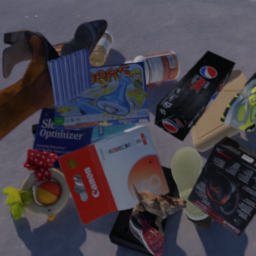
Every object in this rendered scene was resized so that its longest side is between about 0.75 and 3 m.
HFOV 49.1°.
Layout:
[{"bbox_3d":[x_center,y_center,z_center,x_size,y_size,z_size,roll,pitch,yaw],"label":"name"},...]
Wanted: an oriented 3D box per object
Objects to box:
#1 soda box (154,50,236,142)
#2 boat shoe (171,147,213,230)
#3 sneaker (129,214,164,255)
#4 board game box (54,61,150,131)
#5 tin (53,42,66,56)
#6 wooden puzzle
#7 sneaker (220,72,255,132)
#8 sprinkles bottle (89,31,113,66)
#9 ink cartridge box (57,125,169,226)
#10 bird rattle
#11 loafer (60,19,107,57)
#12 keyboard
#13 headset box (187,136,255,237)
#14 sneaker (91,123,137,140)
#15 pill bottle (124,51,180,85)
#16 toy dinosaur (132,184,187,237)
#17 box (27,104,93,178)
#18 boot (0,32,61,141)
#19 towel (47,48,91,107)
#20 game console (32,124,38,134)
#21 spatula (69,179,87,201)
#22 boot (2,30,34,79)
[{"bbox_3d":[2.034,-1.038,8.403,1.059,0.948,2.992,33,60,19],"label":"soda box"},{"bbox_3d":[1.845,1.645,8.084,0.930,0.786,2.609,-18,35,15],"label":"boat shoe"},{"bbox_3d":[0.302,1.805,4.692,0.338,0.313,0.839,-6,30,-28],"label":"sneaker"},{"bbox_3d":[-0.783,-0.949,8.330,2.716,0.468,1.839,-6,67,6],"label":"board game box"},{"bbox_3d":[-3.248,-4.273,15.276,2.624,0.549,1.470,4,33,30],"label":"tin"},{"bbox_3d":[3.386,-0.658,10.189,2.566,0.517,2.774,-35,32,26],"label":"wooden puzzle"},{"bbox_3d":[2.554,-0.585,5.620,0.665,0.656,1.739,36,72,18],"label":"sneaker"},{"bbox_3d":[-1.497,-4.472,15.581,0.956,0.956,2.803,4,39,5],"label":"sprinkles bottle"},{"bbox_3d":[-0.272,1.003,6.074,2.023,1.641,0.507,-21,5,-21],"label":"ink cartridge box"},{"bbox_3d":[-2.427,1.658,7.852,1.663,1.149,2.039,29,54,-1],"label":"bird rattle"},{"bbox_3d":[-1.478,-2.758,9.423,0.852,0.972,2.705,-40,10,-29],"label":"loafer"},{"bbox_3d":[0.330,2.038,7.927,1.726,0.369,2.875,17,40,10],"label":"keyboard"},{"bbox_3d":[2.162,1.287,5.921,1.315,1.769,0.664,33,32,27],"label":"headset box"},{"bbox_3d":[-1.277,-0.541,10.554,2.900,1.153,1.893,-5,40,-21],"label":"sneaker"},{"bbox_3d":[1.078,-2.751,13.111,2.441,1.369,1.369,-13,40,-16],"label":"pill bottle"},{"bbox_3d":[0.429,1.248,4.665,1.104,0.474,0.748,34,20,-9],"label":"toy dinosaur"},{"bbox_3d":[-2.017,0.042,8.988,1.783,0.477,2.943,4,71,10],"label":"box"},{"bbox_3d":[-2.938,-1.126,7.512,2.705,0.926,2.547,-34,65,2],"label":"boot"},{"bbox_3d":[-1.335,-1.227,6.613,0.172,1.044,1.442,11,30,25],"label":"towel"},{"bbox_3d":[-3.194,0.206,10.374,0.697,0.142,1.182,-10,40,-12],"label":"game console"},{"bbox_3d":[-1.521,1.657,8.579,2.081,0.167,1.447,11,41,19],"label":"spatula"},{"bbox_3d":[-3.114,-2.182,8.327,1.094,1.496,0.525,2,5,-15],"label":"boot"}]
